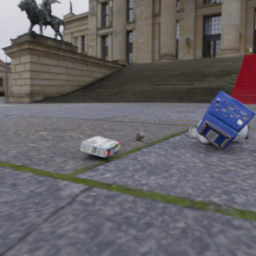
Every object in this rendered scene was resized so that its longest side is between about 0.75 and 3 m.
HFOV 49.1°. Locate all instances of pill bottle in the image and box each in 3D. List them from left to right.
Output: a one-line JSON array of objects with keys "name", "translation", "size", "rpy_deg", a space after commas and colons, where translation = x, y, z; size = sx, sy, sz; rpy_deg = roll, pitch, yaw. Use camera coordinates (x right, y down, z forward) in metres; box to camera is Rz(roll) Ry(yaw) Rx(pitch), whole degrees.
[{"name": "pill bottle", "translation": [4.055, 0.117, 12.041], "size": [1.910, 1.046, 1.046], "rpy_deg": [-1, 8, -17]}]

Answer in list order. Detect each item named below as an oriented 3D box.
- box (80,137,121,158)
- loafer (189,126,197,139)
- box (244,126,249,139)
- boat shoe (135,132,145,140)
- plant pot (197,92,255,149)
[{"name": "box", "translation": [-0.911, 0.648, 9.783], "size": [0.986, 0.311, 1.793], "rpy_deg": [14, 6, 9]}, {"name": "loafer", "translation": [3.136, 0.213, 13.576], "size": [0.390, 0.389, 1.116], "rpy_deg": [5, 18, 0]}, {"name": "box", "translation": [4.961, 0.159, 14.001], "size": [2.002, 0.460, 1.591], "rpy_deg": [3, 8, 23]}, {"name": "boat shoe", "translation": [0.543, 0.413, 12.649], "size": [0.301, 0.317, 0.838], "rpy_deg": [15, -14, -13]}, {"name": "plant pot", "translation": [3.539, -0.175, 10.567], "size": [1.536, 1.381, 1.536], "rpy_deg": [35, -23, 13]}]
